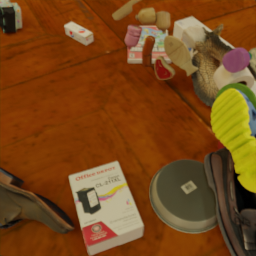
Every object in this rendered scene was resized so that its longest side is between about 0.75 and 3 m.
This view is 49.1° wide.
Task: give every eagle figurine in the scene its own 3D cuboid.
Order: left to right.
[{"bbox_3d":[2.770,-2.084,8.685,1.807,1.817,2.394,-13,57,17],"label":"eagle figurine"}]

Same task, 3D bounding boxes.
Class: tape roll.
[{"bbox_3d":[2.663,-1.217,7.092,0.842,0.842,0.578,-11,56,-8],"label":"tape roll"}]

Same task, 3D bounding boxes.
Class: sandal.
[{"bbox_3d":[2.491,0.228,5.816,1.024,0.934,2.351,11,55,-34],"label":"sandal"}]

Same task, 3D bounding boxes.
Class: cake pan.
[{"bbox_3d":[1.546,1.618,7.129,2.003,0.367,2.003,0,51,0],"label":"cake pan"}]

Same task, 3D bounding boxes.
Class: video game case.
[{"bbox_3d":[0.817,-3.404,11.325,1.670,0.204,2.336,0,51,0],"label":"video game case"}]

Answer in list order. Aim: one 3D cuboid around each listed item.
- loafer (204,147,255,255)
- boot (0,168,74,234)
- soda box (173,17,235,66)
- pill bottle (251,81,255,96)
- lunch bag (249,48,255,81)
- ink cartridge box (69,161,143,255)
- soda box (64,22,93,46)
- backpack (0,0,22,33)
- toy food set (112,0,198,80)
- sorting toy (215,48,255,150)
[{"bbox_3d":[2.544,1.740,6.262,1.034,0.906,2.878,8,56,-35],"label":"loafer"},{"bbox_3d":[-2.559,2.055,6.610,2.631,0.983,1.275,28,74,21],"label":"boot"},{"bbox_3d":[2.827,-3.063,10.566,0.880,0.942,2.765,-23,55,-18],"label":"soda box"},{"bbox_3d":[4.780,-0.838,8.290,2.947,1.662,1.662,-4,51,-3],"label":"pill bottle"},{"bbox_3d":[4.960,-2.210,9.860,1.713,1.007,1.405,-30,57,-15],"label":"lunch bag"},{"bbox_3d":[-0.571,1.852,6.688,1.311,0.745,1.799,-16,53,-13],"label":"ink cartridge box"},{"bbox_3d":[-2.045,-3.909,11.602,1.293,0.412,0.440,35,59,24],"label":"soda box"},{"bbox_3d":[-5.107,-4.809,11.861,1.018,1.167,1.327,-24,56,-32],"label":"backpack"},{"bbox_3d":[0.804,-2.657,8.732,1.772,2.788,0.439,-22,23,35],"label":"toy food set"},{"bbox_3d":[2.861,-0.495,6.915,1.011,2.936,1.018,-23,23,-38],"label":"sorting toy"}]
